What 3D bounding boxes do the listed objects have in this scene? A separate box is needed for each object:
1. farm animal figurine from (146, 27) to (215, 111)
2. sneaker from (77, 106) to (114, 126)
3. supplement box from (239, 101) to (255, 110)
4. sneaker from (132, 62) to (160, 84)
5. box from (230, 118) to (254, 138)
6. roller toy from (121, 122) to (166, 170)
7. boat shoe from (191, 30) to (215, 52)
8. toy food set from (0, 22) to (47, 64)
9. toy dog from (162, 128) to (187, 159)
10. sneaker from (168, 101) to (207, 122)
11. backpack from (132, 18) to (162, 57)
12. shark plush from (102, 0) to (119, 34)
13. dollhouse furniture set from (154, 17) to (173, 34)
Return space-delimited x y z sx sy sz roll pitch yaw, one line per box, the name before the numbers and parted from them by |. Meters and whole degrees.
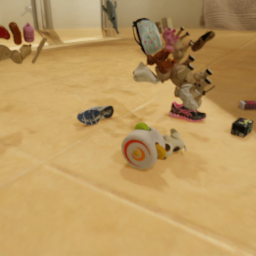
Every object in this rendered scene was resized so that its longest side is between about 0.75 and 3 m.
farm animal figurine | 1.737 -2.041 9.815 2.698 1.422 2.728 46 44 -3
sneaker | -1.544 -0.575 12.400 0.805 0.728 1.889 11 18 44
supplement box | 6.072 -1.128 13.836 0.985 0.300 0.536 -1 25 1
sneaker | 0.711 -2.122 11.885 0.827 0.711 1.954 -45 30 10
box | 4.582 -0.021 11.279 0.593 0.496 0.798 22 34 38
roller toy | 0.472 0.659 8.972 1.366 1.247 0.955 43 37 7
boat shoe | 3.001 -3.579 11.456 0.382 1.124 0.404 -1 56 -57
toy food set | -4.393 -3.350 10.796 0.432 1.743 2.741 38 14 16
toy dog | 1.423 0.672 9.735 1.027 0.739 1.059 43 43 20
sneaker | 2.667 -0.789 12.548 1.710 0.816 0.676 11 26 20
backpack | 0.841 -3.747 11.648 0.959 1.264 1.515 -25 53 20
shark plush | -0.831 -5.440 13.756 0.755 1.662 0.692 -9 26 -8
dollhouse furniture set | 1.358 -4.596 13.539 1.553 1.032 1.361 -4 16 33
